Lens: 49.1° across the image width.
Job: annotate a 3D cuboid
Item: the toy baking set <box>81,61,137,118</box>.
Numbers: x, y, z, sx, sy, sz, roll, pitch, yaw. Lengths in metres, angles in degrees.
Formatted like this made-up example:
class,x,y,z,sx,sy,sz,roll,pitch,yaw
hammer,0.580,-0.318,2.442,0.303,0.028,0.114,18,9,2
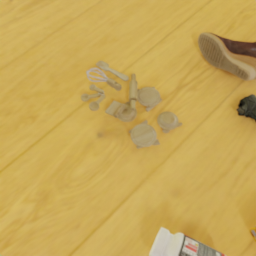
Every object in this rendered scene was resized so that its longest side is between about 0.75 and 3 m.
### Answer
class,x,y,z,sx,sy,sz,roll,pitch,yaw
toy baking set,-0.630,-1.543,10.256,2.034,0.308,2.650,6,57,1

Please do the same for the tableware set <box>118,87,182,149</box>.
class,x,y,z,sx,sy,sz,roll,pitch,yaw
tableware set,0.648,-0.417,9.984,1.950,0.271,2.334,-28,65,-16

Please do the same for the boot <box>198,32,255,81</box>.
class,x,y,z,sx,sy,sz,roll,pitch,yaw
boot,4.400,-3.005,10.980,2.386,1.038,2.869,-27,62,-28

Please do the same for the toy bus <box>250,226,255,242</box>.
class,x,y,z,sx,sy,sz,roll,pitch,yaw
toy bus,4.897,2.710,8.178,2.460,0.963,0.801,-25,66,-11

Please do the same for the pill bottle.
class,x,y,z,sx,sy,sz,roll,pitch,yaw
pill bottle,1.625,3.600,7.684,1.939,1.123,1.123,24,68,11

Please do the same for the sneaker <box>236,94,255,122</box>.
class,x,y,z,sx,sy,sz,roll,pitch,yaw
sneaker,4.390,-0.453,9.868,0.855,0.571,1.493,-21,64,-7
